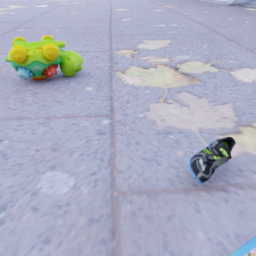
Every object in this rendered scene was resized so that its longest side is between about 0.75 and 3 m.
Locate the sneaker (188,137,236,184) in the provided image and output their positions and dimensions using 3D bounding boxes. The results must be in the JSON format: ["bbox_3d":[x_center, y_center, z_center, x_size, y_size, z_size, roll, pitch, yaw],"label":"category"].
[{"bbox_3d":[1.676,0.560,5.529,1.404,0.582,0.498,-35,83,-38],"label":"sneaker"}]

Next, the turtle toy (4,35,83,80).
[{"bbox_3d":[-3.061,-2.523,10.335,2.779,1.404,2.025,-8,31,-14],"label":"turtle toy"}]

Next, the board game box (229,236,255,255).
[{"bbox_3d":[1.963,1.957,3.691,1.355,0.305,1.030,-17,34,-27],"label":"board game box"}]
